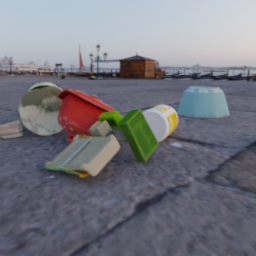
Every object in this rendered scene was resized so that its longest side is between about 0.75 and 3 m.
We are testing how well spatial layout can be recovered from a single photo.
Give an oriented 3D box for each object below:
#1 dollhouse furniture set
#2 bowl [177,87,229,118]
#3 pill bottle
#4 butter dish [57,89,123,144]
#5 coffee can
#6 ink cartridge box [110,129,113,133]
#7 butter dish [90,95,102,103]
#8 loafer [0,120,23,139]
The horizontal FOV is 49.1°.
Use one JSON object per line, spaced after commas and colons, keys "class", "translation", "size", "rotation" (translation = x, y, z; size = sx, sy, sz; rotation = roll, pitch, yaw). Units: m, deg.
{"class": "dollhouse furniture set", "translation": [-0.602, 0.677, 7.096], "size": [1.565, 1.199, 2.390], "rotation": [-4, 32, 43]}
{"class": "bowl", "translation": [3.881, -1.404, 14.492], "size": [2.661, 1.392, 2.661], "rotation": [0, 11, 0]}
{"class": "pill bottle", "translation": [1.105, -0.216, 9.756], "size": [1.104, 1.104, 1.957], "rotation": [5, 14, 21]}
{"class": "butter dish", "translation": [-1.464, -0.173, 8.858], "size": [2.015, 1.494, 2.021], "rotation": [27, -10, -19]}
{"class": "coffee can", "translation": [-3.218, -0.853, 10.970], "size": [1.813, 1.813, 2.477], "rotation": [-4, 14, -16]}
{"class": "ink cartridge box", "translation": [-0.146, 0.133, 10.241], "size": [0.975, 0.215, 0.993], "rotation": [12, 18, 36]}
{"class": "butter dish", "translation": [-1.784, -1.173, 14.330], "size": [1.344, 0.993, 1.340], "rotation": [0, 13, -3]}
{"class": "loafer", "translation": [-4.643, 0.077, 9.590], "size": [1.914, 0.602, 0.688], "rotation": [-6, 14, -25]}
